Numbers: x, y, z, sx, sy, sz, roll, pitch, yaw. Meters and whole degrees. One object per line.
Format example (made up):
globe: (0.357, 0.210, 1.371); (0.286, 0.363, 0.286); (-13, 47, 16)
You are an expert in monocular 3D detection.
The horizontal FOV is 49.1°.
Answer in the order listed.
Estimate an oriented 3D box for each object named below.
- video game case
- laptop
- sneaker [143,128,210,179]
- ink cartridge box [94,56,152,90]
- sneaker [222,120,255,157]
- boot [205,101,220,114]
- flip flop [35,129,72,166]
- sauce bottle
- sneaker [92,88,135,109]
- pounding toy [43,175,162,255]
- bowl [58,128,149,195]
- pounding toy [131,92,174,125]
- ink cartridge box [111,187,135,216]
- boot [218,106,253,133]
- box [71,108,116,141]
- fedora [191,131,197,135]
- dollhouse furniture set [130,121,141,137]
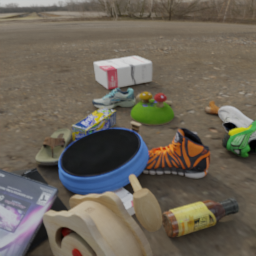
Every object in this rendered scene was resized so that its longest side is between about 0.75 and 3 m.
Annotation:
video game case: (-2.959, 2.157, 5.843); (1.949, 0.259, 2.728); (16, 48, 8)
laptop: (-3.268, 2.227, 7.141); (2.448, 1.515, 2.614); (-27, 9, -42)
sneaker: (1.240, 0.667, 8.718); (2.577, 1.444, 1.000); (3, 27, 6)
ink cartridge box: (-0.301, -3.359, 16.726); (2.919, 1.238, 2.126); (-16, 30, -21)
sneaker: (4.660, 0.417, 9.959); (2.587, 1.010, 1.102); (-21, 40, -19)
boot: (4.072, -0.915, 12.983); (0.766, 0.378, 0.987); (16, 31, 28)
flip flop: (-2.541, 0.540, 9.768); (1.008, 0.715, 2.485); (2, 27, 3)
sauce bottle: (1.785, 2.108, 6.792); (1.921, 0.634, 0.634); (-11, 29, -16)
sneaker: (-0.703, -1.480, 13.469); (2.112, 0.912, 0.820); (-9, 31, -14)
pounding toy: (-0.246, 2.041, 5.527); (1.691, 1.685, 2.947); (-25, 4, -41)
bowl: (-0.791, 0.871, 8.555); (2.804, 0.550, 2.804); (-11, 28, 6)
pounding toy: (1.119, -1.167, 12.612); (1.930, 1.160, 2.501); (4, 28, 6)
ink cartridge box: (-0.157, 1.972, 7.389); (0.588, 0.343, 0.808); (-20, 34, -34)
boot: (4.157, -0.280, 11.309); (0.984, 0.757, 2.058); (-7, 28, -26)
box: (-1.309, -0.114, 11.104); (0.723, 0.664, 2.065); (15, 30, 26)
fedora: (2.269, 0.367, 10.397); (0.863, 0.390, 0.763); (-17, 23, -26)
dollhouse furniture set: (0.046, 0.263, 10.396); (0.906, 0.642, 0.986); (19, 33, 34)
